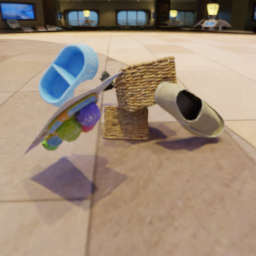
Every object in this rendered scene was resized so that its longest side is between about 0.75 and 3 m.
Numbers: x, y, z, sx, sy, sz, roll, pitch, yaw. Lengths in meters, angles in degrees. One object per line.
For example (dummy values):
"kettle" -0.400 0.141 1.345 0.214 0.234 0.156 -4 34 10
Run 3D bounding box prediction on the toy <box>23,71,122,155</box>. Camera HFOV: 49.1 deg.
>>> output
"toy" -1.198 -0.080 6.259 2.773 0.655 1.597 -31 6 47

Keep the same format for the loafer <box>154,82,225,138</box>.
"loafer" 1.962 -0.402 8.327 2.679 1.014 0.915 28 1 -24

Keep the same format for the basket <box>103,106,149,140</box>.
"basket" -0.066 -0.110 9.604 1.532 1.141 1.093 0 -8 2

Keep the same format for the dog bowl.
"dog bowl" -1.441 -1.212 6.538 0.951 1.706 0.423 47 17 13

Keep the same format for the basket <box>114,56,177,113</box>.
"basket" 0.494 -1.465 8.784 1.865 1.390 1.331 -18 21 -17

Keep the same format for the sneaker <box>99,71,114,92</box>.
"sneaker" -0.957 -1.902 11.378 0.765 0.511 1.336 47 24 2
